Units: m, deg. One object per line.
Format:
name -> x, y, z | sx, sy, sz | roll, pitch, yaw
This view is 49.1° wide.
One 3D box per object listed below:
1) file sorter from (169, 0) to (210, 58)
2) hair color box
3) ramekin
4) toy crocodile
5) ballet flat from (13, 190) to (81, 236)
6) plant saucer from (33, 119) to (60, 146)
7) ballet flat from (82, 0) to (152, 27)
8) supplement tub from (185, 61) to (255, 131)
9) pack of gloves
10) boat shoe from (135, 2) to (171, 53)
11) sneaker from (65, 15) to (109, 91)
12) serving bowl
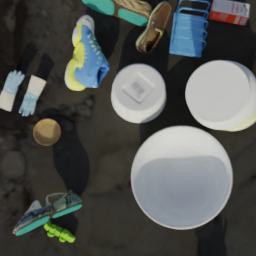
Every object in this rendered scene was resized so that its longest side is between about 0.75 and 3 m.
file sorter -> 2.096, -3.387, 9.498 | 1.102, 0.974, 1.588 | 9, 76, 1
hair color box -> 3.575, -4.106, 9.903 | 1.262, 0.403, 0.700 | 14, 63, 7
ramekin -> 0.338, -1.143, 9.013 | 1.840, 0.897, 1.840 | 0, 78, 2
toy crocodile -> -2.060, 3.114, 8.381 | 1.008, 0.311, 0.340 | 23, 114, 4
ballet flat -> -2.319, 2.309, 7.922 | 2.070, 0.768, 0.768 | -12, 73, -44
plant saucer -> -2.622, 0.150, 9.108 | 0.866, 0.153, 0.866 | 1, 79, -3
ballet flat -> -0.347, -4.370, 9.849 | 2.567, 0.905, 0.838 | 21, 70, -6
supplement tub -> 2.757, -0.837, 7.912 | 1.825, 2.517, 1.825 | -1, 88, 30
pack of gloves -> -3.504, -1.127, 9.230 | 1.146, 0.269, 1.364 | 22, 90, -13
boat shoe -> 0.949, -3.230, 9.190 | 0.654, 0.655, 1.770 | 18, 109, -35
sneaker -> -1.162, -2.425, 9.258 | 1.359, 0.980, 2.587 | 9, 84, 12
serving bowl -> 1.530, 1.398, 8.030 | 2.803, 0.922, 2.803 | -7, 72, 22
